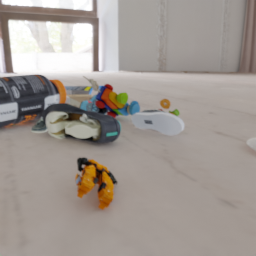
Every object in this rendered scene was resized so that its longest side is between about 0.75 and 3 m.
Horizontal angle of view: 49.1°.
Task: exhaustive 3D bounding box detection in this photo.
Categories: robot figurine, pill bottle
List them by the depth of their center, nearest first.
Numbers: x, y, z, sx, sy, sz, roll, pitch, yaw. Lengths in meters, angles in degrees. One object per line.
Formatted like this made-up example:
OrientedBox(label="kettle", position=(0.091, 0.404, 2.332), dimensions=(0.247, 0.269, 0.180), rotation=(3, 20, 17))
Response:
OrientedBox(label="robot figurine", position=(-0.542, 0.849, 4.565), dimensions=(0.789, 0.317, 1.088), rotation=(33, 8, -13))
OrientedBox(label="pill bottle", position=(-3.556, -0.980, 9.423), dimensions=(1.577, 1.577, 2.969), rotation=(12, 21, 39))

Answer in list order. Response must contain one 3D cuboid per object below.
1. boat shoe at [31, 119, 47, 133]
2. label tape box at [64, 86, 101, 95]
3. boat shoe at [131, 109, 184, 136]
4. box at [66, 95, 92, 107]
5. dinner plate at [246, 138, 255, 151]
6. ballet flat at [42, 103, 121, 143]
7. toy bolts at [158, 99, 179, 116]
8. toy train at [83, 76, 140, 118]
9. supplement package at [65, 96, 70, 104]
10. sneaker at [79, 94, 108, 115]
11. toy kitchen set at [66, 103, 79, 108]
OrientedBox(label="boat shoe", position=(-2.689, -0.161, 8.757), dimensions=(0.467, 0.396, 1.283), rotation=(5, 16, 3))
OrientedBox(label="label tape box", position=(-2.465, -1.553, 13.438), dimensions=(2.559, 0.810, 1.845), rotation=(0, 14, -1))
OrientedBox(label="boat shoe", position=(0.966, -0.244, 8.456), dimensions=(0.646, 0.684, 1.907), rotation=(-32, 24, -36))
OrientedBox(label="box", position=(-2.315, -1.124, 12.197), dimensions=(1.512, 0.588, 0.718), rotation=(-1, 14, -8))
OrientedBox(label="dinner plate", position=(3.552, 0.436, 6.680), dimensions=(1.349, 0.163, 1.349), rotation=(5, 19, -2))
OrientedBox(label="ballet flat", position=(-1.528, -0.103, 7.546), dimensions=(2.766, 1.011, 1.011), rotation=(10, 17, 28))
OrientedBox(label="toy bolts", position=(1.119, -0.443, 9.245), dimensions=(0.849, 0.811, 0.589), rotation=(-19, 24, 47))
OrientedBox(label="toy train", position=(-0.535, -1.069, 9.509), dimensions=(1.198, 0.877, 2.071), rotation=(11, -22, 40))
OrientedBox(label="supplement package", position=(-2.914, -0.910, 11.263), dimensions=(1.083, 0.633, 0.635), rotation=(-6, 15, -23))
OrientedBox(label="sneaker", position=(-1.133, -0.743, 10.853), dimensions=(0.898, 0.745, 1.880), rotation=(17, 25, 14))
OrientedBox(label="toy kitchen set", position=(-2.206, -0.628, 10.760), dimensions=(0.726, 0.534, 0.906), rotation=(12, -2, 40))
